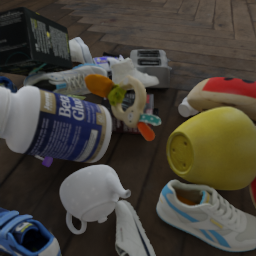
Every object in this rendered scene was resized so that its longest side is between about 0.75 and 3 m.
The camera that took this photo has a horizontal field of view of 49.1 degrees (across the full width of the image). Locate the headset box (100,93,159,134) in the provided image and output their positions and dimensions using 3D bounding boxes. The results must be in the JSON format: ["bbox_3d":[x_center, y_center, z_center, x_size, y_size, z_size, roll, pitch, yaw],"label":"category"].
[{"bbox_3d":[0.052,-0.496,9.014,1.847,0.713,1.374,3,38,6],"label":"headset box"}]

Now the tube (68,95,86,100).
[{"bbox_3d":[-2.482,-0.519,9.048,0.846,0.757,2.914,42,33,-6],"label":"tube"}]

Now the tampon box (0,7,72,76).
[{"bbox_3d":[-3.377,-2.761,9.533,1.885,1.587,2.515,-7,3,16],"label":"tampon box"}]

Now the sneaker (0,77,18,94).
[{"bbox_3d":[-4.141,-0.963,9.434,0.766,0.852,2.071,-18,44,-9],"label":"sneaker"}]

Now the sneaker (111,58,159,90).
[{"bbox_3d":[0.261,-1.890,9.627,1.885,1.090,0.695,-13,8,-35],"label":"sneaker"}]

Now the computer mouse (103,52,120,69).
[{"bbox_3d":[-0.598,-2.759,11.473,0.763,0.305,1.392,12,33,-22],"label":"computer mouse"}]

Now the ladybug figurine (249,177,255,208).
[{"bbox_3d":[3.357,1.354,6.145,1.241,1.829,0.658,-12,-6,13],"label":"ladybug figurine"}]

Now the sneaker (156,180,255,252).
[{"bbox_3d":[1.812,1.856,5.973,2.362,0.954,0.904,16,41,8],"label":"sneaker"}]

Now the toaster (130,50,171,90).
[{"bbox_3d":[0.765,-2.274,10.917,1.737,1.031,1.571,1,39,1],"label":"toaster"}]

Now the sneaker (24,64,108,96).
[{"bbox_3d":[-2.057,-1.452,9.422,2.901,1.088,1.257,-12,20,-8],"label":"sneaker"}]

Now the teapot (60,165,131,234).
[{"bbox_3d":[-0.738,1.526,5.934,1.382,1.400,1.023,-19,61,-14],"label":"teapot"}]

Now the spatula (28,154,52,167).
[{"bbox_3d":[-2.524,0.810,7.840,0.981,0.101,0.277,21,73,18],"label":"spatula"}]

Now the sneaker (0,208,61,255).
[{"bbox_3d":[-2.206,2.079,5.570,2.189,0.900,0.809,22,38,18],"label":"sneaker"}]

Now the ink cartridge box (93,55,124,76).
[{"bbox_3d":[-0.746,-2.671,11.973,1.298,0.282,1.286,-11,41,-12],"label":"ink cartridge box"}]

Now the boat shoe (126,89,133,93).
[{"bbox_3d":[-0.071,-1.675,10.076,0.407,1.132,0.383,1,40,23],"label":"boat shoe"}]

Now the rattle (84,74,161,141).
[{"bbox_3d":[-0.135,-0.622,7.444,1.299,1.425,1.995,-32,55,18],"label":"rattle"}]

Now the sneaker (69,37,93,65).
[{"bbox_3d":[-2.181,-3.182,12.252,0.920,0.949,2.597,-25,37,-8],"label":"sneaker"}]

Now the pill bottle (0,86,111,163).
[{"bbox_3d":[-1.982,-0.096,6.847,2.867,1.592,1.592,13,30,-34],"label":"pill bottle"}]

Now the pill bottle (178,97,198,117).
[{"bbox_3d":[2.240,-0.822,9.472,1.157,0.643,0.643,-32,49,-32],"label":"pill bottle"}]

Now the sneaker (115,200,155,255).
[{"bbox_3d":[-0.016,2.231,5.864,0.648,0.615,1.610,-19,43,-13],"label":"sneaker"}]

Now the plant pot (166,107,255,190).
[{"bbox_3d":[1.772,0.541,6.539,1.431,2.016,2.016,-4,38,-27],"label":"plant pot"}]

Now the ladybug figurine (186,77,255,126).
[{"bbox_3d":[3.054,-0.763,7.870,2.793,1.005,1.896,17,-2,30],"label":"ladybug figurine"}]
